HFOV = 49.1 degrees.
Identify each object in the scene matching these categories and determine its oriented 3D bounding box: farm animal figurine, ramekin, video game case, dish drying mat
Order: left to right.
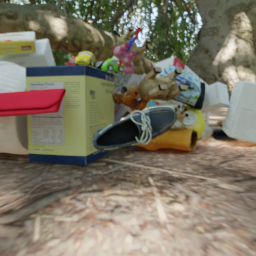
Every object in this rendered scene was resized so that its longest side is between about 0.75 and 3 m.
[{"bbox_3d":[-2.361,-0.538,5.920,1.989,0.181,0.764,-4,42,9],"label":"dish drying mat"},{"bbox_3d":[-2.960,-0.466,7.642,1.322,2.518,2.518,10,9,15],"label":"ramekin"},{"bbox_3d":[-0.472,-1.168,9.756,0.313,2.640,2.403,40,0,28],"label":"video game case"},{"bbox_3d":[0.460,-1.299,7.831,2.457,2.485,1.296,15,-25,-26],"label":"farm animal figurine"}]

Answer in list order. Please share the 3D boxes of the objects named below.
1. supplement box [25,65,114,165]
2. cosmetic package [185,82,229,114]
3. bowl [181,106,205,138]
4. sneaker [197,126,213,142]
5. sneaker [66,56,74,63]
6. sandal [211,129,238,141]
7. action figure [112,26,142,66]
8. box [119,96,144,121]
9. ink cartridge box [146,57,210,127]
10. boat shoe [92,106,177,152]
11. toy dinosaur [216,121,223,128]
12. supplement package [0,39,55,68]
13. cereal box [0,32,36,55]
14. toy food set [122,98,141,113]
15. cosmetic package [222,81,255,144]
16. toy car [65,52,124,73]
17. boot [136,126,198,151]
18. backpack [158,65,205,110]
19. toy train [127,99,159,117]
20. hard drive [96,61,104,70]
[{"bbox_3d":[-1.394,-0.388,7.422,1.518,2.259,2.262,1,6,14],"label":"supplement box"},{"bbox_3d":[2.708,-0.960,9.817,0.534,0.760,1.498,10,-20,-37],"label":"cosmetic package"},{"bbox_3d":[1.919,-0.214,9.098,1.228,1.228,0.661,1,-17,8],"label":"bowl"},{"bbox_3d":[2.542,0.259,10.119,1.483,0.557,0.601,-6,21,-29],"label":"sneaker"},{"bbox_3d":[-2.357,-1.132,9.356,1.116,2.815,1.040,36,-1,-28],"label":"sneaker"},{"bbox_3d":[3.581,0.186,10.743,0.782,0.440,2.056,0,6,-2],"label":"sandal"},{"bbox_3d":[-0.131,-2.204,7.454,0.564,1.140,0.372,27,32,-2],"label":"action figure"},{"bbox_3d":[-0.179,-1.211,11.498,2.510,0.940,1.257,-34,33,-10],"label":"box"},{"bbox_3d":[2.158,-1.245,11.263,2.707,1.987,1.122,27,-25,-38],"label":"ink cartridge box"},{"bbox_3d":[0.134,0.008,4.700,1.534,0.574,0.474,-15,2,-5],"label":"boat shoe"},{"bbox_3d":[4.222,0.063,11.394,1.334,0.759,2.511,40,0,-15],"label":"toy dinosaur"},{"bbox_3d":[-3.416,-1.621,10.278,1.610,2.656,1.591,-11,37,-3],"label":"supplement package"},{"bbox_3d":[-3.653,-2.671,8.786,1.432,0.393,1.990,-9,28,-14],"label":"cereal box"},{"bbox_3d":[0.124,-0.917,9.641,0.260,0.617,0.860,35,12,-39],"label":"toy food set"},{"bbox_3d":[4.131,-0.505,9.156,1.500,1.803,1.509,14,12,8],"label":"cosmetic package"},{"bbox_3d":[-0.842,-1.821,7.941,1.657,0.393,1.761,1,5,-23],"label":"toy car"},{"bbox_3d":[1.134,0.192,8.928,2.113,1.039,2.952,8,11,12],"label":"boot"},{"bbox_3d":[1.680,-1.344,9.004,1.572,1.209,1.283,11,33,9],"label":"backpack"},{"bbox_3d":[0.526,-0.517,8.887,1.095,0.823,0.305,-3,-26,35],"label":"toy train"},{"bbox_3d":[-1.763,-2.418,11.682,1.419,0.233,0.990,-1,34,28],"label":"hard drive"}]
